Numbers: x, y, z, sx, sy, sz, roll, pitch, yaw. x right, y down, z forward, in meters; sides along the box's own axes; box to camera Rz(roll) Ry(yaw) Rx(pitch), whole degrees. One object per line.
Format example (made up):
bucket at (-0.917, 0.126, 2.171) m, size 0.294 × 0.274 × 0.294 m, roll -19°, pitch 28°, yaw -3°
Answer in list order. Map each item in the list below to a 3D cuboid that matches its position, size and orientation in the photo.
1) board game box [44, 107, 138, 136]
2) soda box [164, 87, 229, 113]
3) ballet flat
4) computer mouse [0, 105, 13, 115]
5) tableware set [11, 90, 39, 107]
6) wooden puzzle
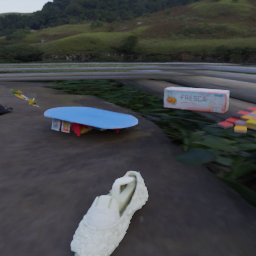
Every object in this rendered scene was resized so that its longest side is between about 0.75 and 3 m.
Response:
board game box at (-1.010, -0.108, 7.891) m, size 2.571 × 0.501 × 2.031 m, roll 12°, pitch 15°, yaw 19°
soda box at (2.614, -1.111, 10.792) m, size 2.372 × 0.754 × 0.811 m, roll 9°, pitch 19°, yaw 27°
ballet flat at (-0.215, 1.042, 3.717) m, size 0.608 × 0.608 × 1.694 m, roll 7°, pitch 18°, yaw 22°
computer mouse at (-4.894, -0.659, 10.130) m, size 1.203 × 0.317 × 0.833 m, roll 16°, pitch 20°, yaw 15°
tableware set at (-3.714, -1.103, 10.104) m, size 1.030 × 0.158 × 0.694 m, roll 33°, pitch 7°, yaw 25°
wooden puzzle at (4.090, -0.256, 8.537) m, size 2.688 × 0.189 × 1.594 m, roll -18°, pitch 25°, yaw -38°
